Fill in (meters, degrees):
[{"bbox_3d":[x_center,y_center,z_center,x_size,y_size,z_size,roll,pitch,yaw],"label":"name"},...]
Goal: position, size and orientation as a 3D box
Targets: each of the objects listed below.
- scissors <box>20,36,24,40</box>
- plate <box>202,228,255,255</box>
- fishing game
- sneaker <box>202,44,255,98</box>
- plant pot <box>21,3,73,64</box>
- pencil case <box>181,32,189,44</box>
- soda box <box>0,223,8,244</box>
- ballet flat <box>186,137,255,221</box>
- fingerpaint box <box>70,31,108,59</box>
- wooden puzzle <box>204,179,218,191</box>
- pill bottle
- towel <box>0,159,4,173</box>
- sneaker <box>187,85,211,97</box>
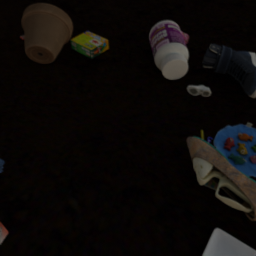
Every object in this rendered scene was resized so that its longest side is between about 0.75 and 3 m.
[{"bbox_3d":[-4.888,-4.645,14.124,1.083,0.075,0.396,-23,48,-19],"label":"scissors"},{"bbox_3d":[2.422,3.572,6.053,2.063,0.333,2.059,27,51,23],"label":"plate"},{"bbox_3d":[3.760,0.595,8.843,2.885,0.448,2.066,7,50,9],"label":"fishing game"},{"bbox_3d":[4.035,-2.292,10.992,2.145,1.128,2.968,15,37,-1],"label":"sneaker"},{"bbox_3d":[-3.650,-3.924,12.295,2.208,2.208,1.926,2,65,2],"label":"plant pot"},{"bbox_3d":[2.365,-4.571,13.695,0.602,0.576,1.391,-18,49,-29],"label":"pencil case"},{"bbox_3d":[-4.358,2.363,6.872,2.601,0.827,0.889,15,48,15],"label":"soda box"},{"bbox_3d":[2.547,1.366,7.714,0.990,1.002,2.944,-40,60,-19],"label":"ballet flat"},{"bbox_3d":[-1.798,-3.897,13.108,1.370,0.503,1.143,31,54,26],"label":"fingerpaint box"},{"bbox_3d":[2.430,1.553,8.186,0.801,0.056,0.475,22,50,19],"label":"wooden puzzle"},{"bbox_3d":[1.732,-3.254,11.797,1.422,1.422,2.533,-4,51,-4],"label":"pill bottle"},{"bbox_3d":[-4.264,1.279,7.767,0.885,0.385,1.584,30,29,1],"label":"towel"},{"bbox_3d":[2.752,-1.495,10.959,0.938,0.365,0.466,13,40,0],"label":"sneaker"}]
